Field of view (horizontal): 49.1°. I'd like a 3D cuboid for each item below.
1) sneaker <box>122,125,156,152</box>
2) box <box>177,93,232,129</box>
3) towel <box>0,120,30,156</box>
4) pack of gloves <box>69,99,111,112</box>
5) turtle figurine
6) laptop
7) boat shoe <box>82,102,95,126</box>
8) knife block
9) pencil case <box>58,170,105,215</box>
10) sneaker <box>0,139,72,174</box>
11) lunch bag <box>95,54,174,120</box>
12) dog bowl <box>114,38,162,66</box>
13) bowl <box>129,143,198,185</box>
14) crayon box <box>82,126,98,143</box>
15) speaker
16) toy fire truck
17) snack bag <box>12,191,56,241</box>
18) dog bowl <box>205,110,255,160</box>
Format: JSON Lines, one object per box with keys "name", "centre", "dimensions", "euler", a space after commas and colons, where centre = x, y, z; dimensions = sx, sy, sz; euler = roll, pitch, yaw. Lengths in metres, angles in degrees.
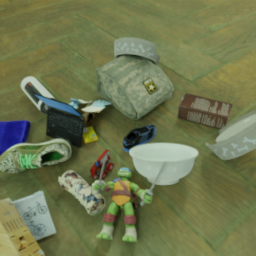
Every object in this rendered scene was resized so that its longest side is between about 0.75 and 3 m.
{"name": "sneaker", "centre": [0.452, 0.248, 10.363], "dimensions": [0.570, 0.634, 1.627], "euler": [34, 54, 30]}
{"name": "box", "centre": [3.041, -0.667, 11.192], "dimensions": [1.939, 0.727, 0.971], "euler": [18, 45, 16]}
{"name": "towel", "centre": [-4.882, 0.334, 10.328], "dimensions": [2.257, 0.559, 1.667], "euler": [-4, 44, -4]}
{"name": "pack of gloves", "centre": [-1.629, -1.024, 11.073], "dimensions": [1.653, 0.388, 1.967], "euler": [3, 15, 12]}
{"name": "turtle figurine", "centre": [-0.211, 1.976, 7.757], "dimensions": [1.566, 2.177, 2.111], "euler": [16, 65, -22]}
{"name": "laptop", "centre": [-2.460, -0.217, 9.799], "dimensions": [1.634, 1.844, 0.952], "euler": [19, 22, 21]}
{"name": "boat shoe", "centre": [-1.516, -0.529, 11.214], "dimensions": [0.452, 0.463, 1.225], "euler": [1, 49, 32]}
{"name": "knife block", "centre": [-3.821, 3.075, 7.169], "dimensions": [2.408, 0.878, 2.744], "euler": [-39, 78, 6]}
{"name": "pencil case", "centre": [-1.441, 1.965, 8.608], "dimensions": [1.600, 0.623, 0.716], "euler": [34, 12, 28]}
{"name": "sneaker", "centre": [-3.051, 0.976, 9.092], "dimensions": [2.487, 0.956, 1.102], "euler": [-16, 13, -10]}
{"name": "lunch bag", "centre": [0.304, -1.765, 11.735], "dimensions": [2.234, 1.601, 2.724], "euler": [-36, 60, -29]}
{"name": "dog bowl", "centre": [0.399, -3.244, 12.406], "dimensions": [2.206, 2.206, 0.647], "euler": [11, 87, 11]}
{"name": "bowl", "centre": [1.118, 1.184, 8.908], "dimensions": [2.145, 0.964, 2.145], "euler": [-1, 9, 0]}
{"name": "crayon box", "centre": [-1.488, 0.301, 10.575], "dimensions": [0.499, 0.200, 0.786], "euler": [-12, 43, -20]}
{"name": "speaker", "centre": [-3.826, -1.421, 11.943], "dimensions": [0.785, 0.785, 1.933], "euler": [-29, 52, -26]}
{"name": "toy fire truck", "centre": [-0.913, 1.223, 9.265], "dimensions": [0.516, 0.772, 0.919], "euler": [27, 57, 25]}
{"name": "snack bag", "centre": [-2.811, 2.564, 7.837], "dimensions": [1.227, 0.139, 1.301], "euler": [-18, 90, -14]}
{"name": "dog bowl", "centre": [3.835, 0.199, 9.356], "dimensions": [2.453, 2.453, 0.719], "euler": [-33, 89, -28]}
